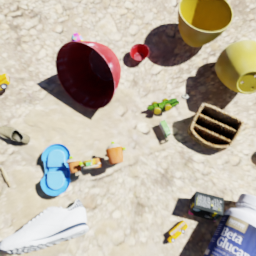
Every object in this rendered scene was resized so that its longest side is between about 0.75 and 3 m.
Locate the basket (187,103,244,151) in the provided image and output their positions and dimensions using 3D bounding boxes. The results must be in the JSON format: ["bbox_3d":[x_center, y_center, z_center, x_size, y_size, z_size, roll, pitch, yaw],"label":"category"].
[{"bbox_3d":[3.053,0.064,10.067,1.644,1.225,1.174,27,75,7],"label":"basket"}]

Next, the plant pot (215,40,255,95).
[{"bbox_3d":[4.169,-1.962,9.930,1.873,1.873,1.330,4,42,1],"label":"plant pot"}]

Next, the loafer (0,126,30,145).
[{"bbox_3d":[-4.297,0.217,10.419,1.344,0.453,0.511,17,74,5],"label":"loafer"}]

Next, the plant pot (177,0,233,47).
[{"bbox_3d":[2.824,-4.082,11.049,2.075,1.473,2.075,2,68,-5],"label":"plant pot"}]

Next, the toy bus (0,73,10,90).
[{"bbox_3d":[-5.373,-1.564,10.679,1.681,0.658,0.547,-31,46,2],"label":"toy bus"}]

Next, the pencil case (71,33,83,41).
[{"bbox_3d":[-1.976,-3.353,11.481,0.481,0.481,1.089,-23,73,-7],"label":"pencil case"}]

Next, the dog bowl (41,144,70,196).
[{"bbox_3d":[-2.540,1.505,10.041,1.022,0.455,1.834,-3,74,-1],"label":"dog bowl"}]

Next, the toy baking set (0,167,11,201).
[{"bbox_3d":[-4.708,2.052,10.054,0.992,0.150,1.292,-35,76,-7],"label":"toy baking set"}]

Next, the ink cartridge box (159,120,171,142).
[{"bbox_3d":[1.428,0.114,10.479,0.226,0.396,0.764,-23,75,-7],"label":"ink cartridge box"}]

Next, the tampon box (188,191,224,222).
[{"bbox_3d":[2.631,2.663,9.488,0.972,0.728,0.613,14,56,4],"label":"tampon box"}]

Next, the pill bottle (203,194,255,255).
[{"bbox_3d":[3.521,3.534,8.833,1.512,1.512,2.722,31,72,9],"label":"pill bottle"}]

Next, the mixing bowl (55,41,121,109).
[{"bbox_3d":[-1.235,-2.121,10.338,2.579,2.579,1.397,34,45,9],"label":"mixing bowl"}]

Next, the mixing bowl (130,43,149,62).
[{"bbox_3d":[0.459,-2.981,11.384,0.780,0.422,0.780,0,74,1],"label":"mixing bowl"}]

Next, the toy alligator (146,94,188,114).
[{"bbox_3d":[1.518,-0.858,10.700,1.638,0.394,0.543,-15,43,4],"label":"toy alligator"}]

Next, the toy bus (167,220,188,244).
[{"bbox_3d":[1.658,3.544,9.528,0.839,0.273,0.329,-37,77,-10],"label":"toy bus"}]

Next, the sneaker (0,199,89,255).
[{"bbox_3d":[-2.782,3.326,9.302,2.864,1.094,1.153,-15,65,-11],"label":"sneaker"}]

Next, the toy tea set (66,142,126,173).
[{"bbox_3d":[-1.082,0.979,9.567,2.056,1.223,0.761,-9,81,-20],"label":"toy tea set"}]

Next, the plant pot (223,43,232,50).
[{"bbox_3d":[4.183,-2.424,10.898,1.444,1.025,1.444,0,75,0],"label":"plant pot"}]
